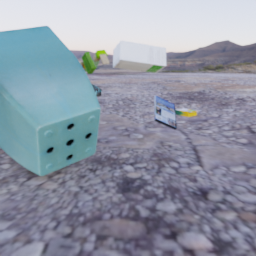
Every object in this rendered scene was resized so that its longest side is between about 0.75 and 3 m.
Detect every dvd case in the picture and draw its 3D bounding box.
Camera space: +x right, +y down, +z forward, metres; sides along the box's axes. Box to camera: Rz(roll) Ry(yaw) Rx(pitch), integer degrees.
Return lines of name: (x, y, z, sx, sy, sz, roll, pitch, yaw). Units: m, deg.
dvd case: (0.927, -0.390, 7.027, 0.625, 0.077, 0.876, 23, 44, -20)

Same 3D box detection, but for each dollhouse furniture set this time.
dollhouse furniture set: (-1.255, -2.080, 9.768, 0.828, 0.634, 1.264, -18, -9, -35)

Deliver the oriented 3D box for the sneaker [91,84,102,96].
sneaker: (-1.990, -2.202, 17.018, 0.701, 0.667, 1.770, 11, 18, -11)

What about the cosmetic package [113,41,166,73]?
cosmetic package: (0.439, -2.791, 11.127, 1.920, 0.815, 1.033, 2, -6, -17)

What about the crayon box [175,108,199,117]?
crayon box: (2.319, -0.592, 11.021, 0.512, 0.210, 0.814, -11, 17, -37)

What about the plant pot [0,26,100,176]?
plant pot: (-1.812, -0.490, 5.569, 1.883, 1.884, 2.666, -21, 51, -33)
